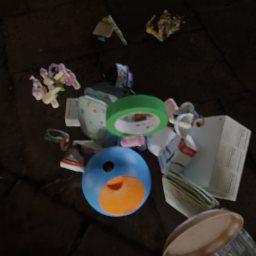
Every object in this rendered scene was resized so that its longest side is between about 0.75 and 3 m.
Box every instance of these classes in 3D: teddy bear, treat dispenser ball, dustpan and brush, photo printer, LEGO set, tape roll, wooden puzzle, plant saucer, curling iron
[{"bbox_3d":[1.318,0.047,11.425,2.247,0.750,1.629,-9,71,-12],"label":"teddy bear"},{"bbox_3d":[-0.389,1.769,9.406,2.301,2.301,2.301,0,61,0],"label":"treat dispenser ball"},{"bbox_3d":[1.551,-0.121,8.327,1.134,0.324,0.791,16,93,-33],"label":"dustpan and brush"},{"bbox_3d":[1.276,0.509,10.301,0.539,1.551,1.291,-26,41,35],"label":"photo printer"},{"bbox_3d":[1.831,-5.380,14.189,1.830,1.060,1.407,-28,64,-15],"label":"LEGO set"},{"bbox_3d":[0.241,-0.287,8.226,1.807,1.807,0.434,-4,63,-2],"label":"tape roll"},{"bbox_3d":[-1.229,-5.089,14.553,1.052,0.182,1.559,21,63,16],"label":"wooden puzzle"},{"bbox_3d":[2.032,3.075,7.888,2.513,2.513,0.403,-19,44,-11],"label":"plant saucer"},{"bbox_3d":[-2.344,0.478,9.795,0.717,2.892,0.370,15,77,-4],"label":"curling iron"}]

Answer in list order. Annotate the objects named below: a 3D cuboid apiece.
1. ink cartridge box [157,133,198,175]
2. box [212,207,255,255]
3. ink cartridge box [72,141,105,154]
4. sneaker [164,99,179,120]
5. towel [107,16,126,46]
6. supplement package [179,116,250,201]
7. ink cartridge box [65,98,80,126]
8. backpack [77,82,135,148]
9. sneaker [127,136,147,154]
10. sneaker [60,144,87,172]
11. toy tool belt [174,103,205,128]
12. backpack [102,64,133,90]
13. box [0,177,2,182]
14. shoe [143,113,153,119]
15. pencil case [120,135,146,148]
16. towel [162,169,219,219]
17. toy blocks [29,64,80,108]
[{"bbox_3d":[1.594,0.876,9.256,0.534,1.276,0.921,27,25,-19],"label":"ink cartridge box"},{"bbox_3d":[3.248,4.065,9.170,1.777,0.542,2.243,-32,65,-17],"label":"box"},{"bbox_3d":[-1.218,0.783,10.480,1.204,1.366,0.305,18,96,25],"label":"ink cartridge box"},{"bbox_3d":[1.751,-0.487,10.631,0.510,1.355,0.708,-30,61,3],"label":"sneaker"},{"bbox_3d":[-0.468,-4.382,12.607,0.189,0.918,1.230,-34,76,9],"label":"towel"},{"bbox_3d":[2.744,0.989,9.546,1.330,1.869,2.399,27,74,-27],"label":"supplement package"},{"bbox_3d":[-1.861,-0.646,11.742,1.443,0.604,1.047,1,62,-4],"label":"ink cartridge box"},{"bbox_3d":[-0.758,-0.324,10.221,1.960,2.230,1.710,19,38,36],"label":"backpack"},{"bbox_3d":[0.324,0.632,10.740,0.525,1.389,0.802,43,53,-20],"label":"sneaker"},{"bbox_3d":[-1.726,1.050,9.824,0.849,2.204,0.902,15,80,-1],"label":"sneaker"},{"bbox_3d":[1.945,-0.297,9.058,0.599,0.609,0.975,-37,86,-28],"label":"toy tool belt"},{"bbox_3d":[-0.425,-1.995,12.087,1.149,1.421,1.492,-1,59,-20],"label":"backpack"},{"bbox_3d":[-5.378,2.229,10.233,0.899,0.502,1.273,18,63,6],"label":"box"},{"bbox_3d":[1.092,-0.776,11.149,0.405,0.515,1.133,53,45,-3],"label":"shoe"},{"bbox_3d":[0.147,0.395,8.305,0.789,0.345,0.345,-11,49,44],"label":"pencil case"},{"bbox_3d":[1.917,2.270,8.737,1.770,2.067,0.498,33,65,32],"label":"towel"},{"bbox_3d":[-3.252,-2.034,11.592,1.679,1.796,1.512,-38,71,10],"label":"toy blocks"}]
